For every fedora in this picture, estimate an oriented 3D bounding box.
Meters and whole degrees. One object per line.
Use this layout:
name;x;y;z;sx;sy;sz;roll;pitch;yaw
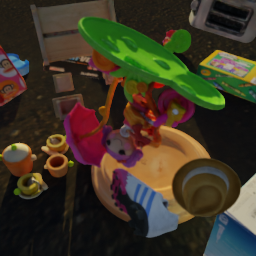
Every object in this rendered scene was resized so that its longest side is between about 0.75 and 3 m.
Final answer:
fedora;0.885;0.770;3.257;0.844;0.844;0.344;13;26;14

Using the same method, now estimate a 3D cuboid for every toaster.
toaster;2.921;-3.539;7.665;2.169;1.962;1.287;19;35;3

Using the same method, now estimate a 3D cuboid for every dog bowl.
dog bowl;-4.288;-2.357;10.542;1.401;0.347;0.781;29;50;29

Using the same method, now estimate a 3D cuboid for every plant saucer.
plant saucer;0.597;0.931;6.858;3.001;0.484;3.001;0;42;0

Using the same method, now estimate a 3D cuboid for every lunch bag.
lunch bag;-3.022;-1.362;6.034;0.809;1.739;1.974;-36;16;-21

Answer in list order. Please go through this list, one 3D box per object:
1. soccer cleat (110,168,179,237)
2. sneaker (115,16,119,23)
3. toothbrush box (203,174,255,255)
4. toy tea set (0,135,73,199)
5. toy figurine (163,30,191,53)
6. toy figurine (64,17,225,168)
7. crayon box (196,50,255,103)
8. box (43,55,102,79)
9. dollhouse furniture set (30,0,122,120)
soccer cleat;0.142;0.788;3.063;0.477;0.386;1.105;1;19;-22
sneaker;-1.090;-4.751;12.700;1.553;0.889;0.594;-24;28;-23
toothbrush box;2.123;1.789;4.865;1.385;1.891;0.807;-30;49;-29
toy tea set;-1.954;0.598;6.923;2.337;0.865;1.390;-33;52;-31
toy figurine;1.862;-3.687;11.850;1.236;0.928;1.137;-32;32;2
toy figurine;-0.074;-0.189;4.535;2.373;2.184;1.782;35;30;10
crayon box;3.750;-1.833;9.712;2.334;0.680;1.386;29;50;28
box;-1.275;-1.943;7.238;1.594;1.267;0.367;4;50;-29
dollhouse furniture set;-1.060;-1.767;5.630;1.486;2.868;1.269;-13;16;-12
